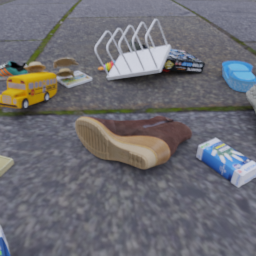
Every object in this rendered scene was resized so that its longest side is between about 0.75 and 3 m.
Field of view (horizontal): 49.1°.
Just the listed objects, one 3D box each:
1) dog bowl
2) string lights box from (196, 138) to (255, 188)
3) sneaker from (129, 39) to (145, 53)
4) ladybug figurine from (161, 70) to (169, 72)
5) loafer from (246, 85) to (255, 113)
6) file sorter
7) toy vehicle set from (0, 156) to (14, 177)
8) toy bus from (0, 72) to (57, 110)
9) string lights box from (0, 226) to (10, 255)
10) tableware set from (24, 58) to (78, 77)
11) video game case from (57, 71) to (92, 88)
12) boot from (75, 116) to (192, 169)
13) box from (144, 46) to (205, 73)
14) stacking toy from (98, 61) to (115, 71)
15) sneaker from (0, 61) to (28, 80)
[{"bbox_3d":[4.746,-2.192,11.897,1.267,0.563,2.273,0,34,0],"label":"dog bowl"},{"bbox_3d":[2.577,0.876,7.349,0.729,0.418,1.419,-19,38,-29],"label":"string lights box"},{"bbox_3d":[0.487,-4.359,15.198,0.879,0.587,1.535,-4,36,-9],"label":"sneaker"},{"bbox_3d":[1.653,-2.829,13.058,0.554,0.294,0.816,-7,34,-34],"label":"ladybug figurine"},{"bbox_3d":[4.538,-0.432,8.783,0.985,0.987,2.823,35,35,-18],"label":"loafer"},{"bbox_3d":[0.176,-3.255,11.617,2.521,1.570,1.749,-2,46,31],"label":"file sorter"},{"bbox_3d":[-3.795,0.986,7.420,1.241,0.164,0.771,11,35,17],"label":"toy vehicle set"},{"bbox_3d":[-3.497,-1.367,9.990,0.824,0.991,2.531,10,18,13],"label":"toy bus"},{"bbox_3d":[-2.332,2.750,4.256,1.201,0.689,2.337,-16,37,-23],"label":"string lights box"},{"bbox_3d":[-3.076,-2.304,11.208,2.216,0.257,1.851,-9,-7,-8],"label":"tableware set"},{"bbox_3d":[-2.381,-2.124,12.181,1.230,0.141,1.119,-25,41,-34],"label":"video game case"},{"bbox_3d":[0.159,0.143,8.191,2.844,1.029,2.366,24,33,29],"label":"boot"},{"bbox_3d":[2.091,-3.171,12.975,2.323,0.534,1.846,-1,31,-25],"label":"box"},{"bbox_3d":[-0.980,-2.798,13.000,0.850,0.467,0.494,-13,16,0],"label":"stacking toy"},{"bbox_3d":[-5.261,-2.548,12.217,1.987,0.794,0.709,2,33,3],"label":"sneaker"}]
